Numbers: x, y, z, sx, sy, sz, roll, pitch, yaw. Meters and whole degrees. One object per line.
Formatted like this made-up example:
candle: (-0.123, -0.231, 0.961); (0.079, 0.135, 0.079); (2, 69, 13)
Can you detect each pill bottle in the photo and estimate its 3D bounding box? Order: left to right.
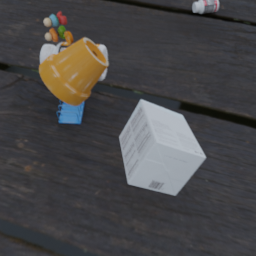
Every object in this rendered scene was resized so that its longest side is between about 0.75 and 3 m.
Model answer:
pill bottle: (-2.198, -2.752, 11.554); (2.521, 1.467, 1.467); (6, 58, 5)
pill bottle: (4.481, -7.070, 16.287); (1.372, 0.760, 0.760); (-11, 58, -8)

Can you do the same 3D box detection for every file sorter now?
file sorter: (-2.537, -0.981, 12.394); (0.957, 0.846, 1.380); (3, 57, 1)

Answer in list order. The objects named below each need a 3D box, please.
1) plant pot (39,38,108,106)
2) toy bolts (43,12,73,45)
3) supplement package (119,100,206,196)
plant pot: (-1.747, -2.075, 9.809); (1.807, 1.974, 1.974); (-37, 58, 21)
toy bolts: (-2.640, -3.584, 10.355); (0.782, 1.128, 1.077); (-26, 55, -22)
supplement package: (0.851, 0.539, 8.089); (1.567, 1.556, 2.065); (18, 30, -21)
